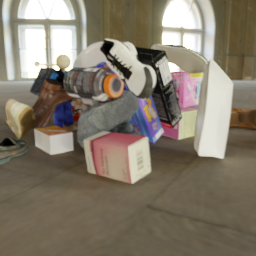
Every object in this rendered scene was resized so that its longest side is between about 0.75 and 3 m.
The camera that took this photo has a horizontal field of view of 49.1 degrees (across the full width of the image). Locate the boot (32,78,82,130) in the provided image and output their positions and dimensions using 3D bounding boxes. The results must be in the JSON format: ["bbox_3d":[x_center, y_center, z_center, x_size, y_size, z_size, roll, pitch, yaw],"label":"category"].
[{"bbox_3d":[-2.564,-0.703,10.026,1.886,2.023,0.650,13,32,-40],"label":"boot"}]

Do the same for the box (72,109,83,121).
[{"bbox_3d":[-2.503,-0.549,12.972,0.754,0.560,0.469,-15,13,-26],"label":"box"}]

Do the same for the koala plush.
[{"bbox_3d":[-0.887,-0.200,9.163,2.089,2.016,2.273,-18,23,-20],"label":"koala plush"}]

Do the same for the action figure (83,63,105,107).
[{"bbox_3d":[-1.037,-1.164,10.608,1.620,2.419,1.801,-7,25,10],"label":"action figure"}]

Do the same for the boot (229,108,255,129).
[{"bbox_3d":[5.294,-0.438,12.668,2.509,0.962,1.948,-5,8,5],"label":"boot"}]

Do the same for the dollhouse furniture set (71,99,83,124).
[{"bbox_3d":[-2.356,-0.755,11.597,1.083,1.071,0.558,-18,38,27],"label":"dollhouse furniture set"}]

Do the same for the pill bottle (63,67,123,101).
[{"bbox_3d":[-1.037,-1.339,8.576,1.859,0.987,0.987,12,18,38],"label":"pill bottle"}]

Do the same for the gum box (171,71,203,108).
[{"bbox_3d":[2.510,-1.659,11.683,0.801,1.375,2.424,11,16,38],"label":"gum box"}]

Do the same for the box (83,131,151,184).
[{"bbox_3d":[-0.281,0.687,6.950,1.475,0.943,0.804,5,19,38],"label":"box"}]

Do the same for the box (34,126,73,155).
[{"bbox_3d":[-2.494,0.381,9.331,0.807,0.633,1.298,-10,17,-38],"label":"box"}]

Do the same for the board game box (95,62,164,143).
[{"bbox_3d":[0.007,-0.878,9.859,1.890,2.811,0.629,19,54,41],"label":"board game box"}]

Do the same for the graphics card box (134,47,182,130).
[{"bbox_3d":[0.758,-1.372,9.678,1.760,2.806,0.714,23,58,43],"label":"graphics card box"}]

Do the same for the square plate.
[{"bbox_3d":[2.330,-0.372,7.627,0.334,2.347,2.325,7,-4,33],"label":"square plate"}]

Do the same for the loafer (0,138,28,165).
[{"bbox_3d":[-3.618,0.580,8.434,0.717,0.628,1.997,1,11,6],"label":"loafer"}]

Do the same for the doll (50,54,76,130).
[{"bbox_3d":[-2.433,-1.296,10.558,0.698,2.881,1.966,7,17,22],"label":"doll"}]

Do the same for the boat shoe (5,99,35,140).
[{"bbox_3d":[-3.489,-0.263,8.941,0.703,0.781,2.164,35,-26,-3],"label":"boat shoe"}]

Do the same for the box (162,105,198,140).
[{"bbox_3d":[2.089,-0.379,11.642,2.189,1.058,1.925,-10,16,-38],"label":"box"}]

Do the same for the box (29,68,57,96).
[{"bbox_3d":[-3.227,-1.762,11.205,0.706,1.139,1.119,27,-7,-39],"label":"box"}]

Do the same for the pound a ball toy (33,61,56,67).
[{"bbox_3d":[-3.224,-2.232,12.211,1.854,1.209,0.788,3,18,-2],"label":"pound a ball toy"}]

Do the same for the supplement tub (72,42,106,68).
[{"bbox_3d":[-0.844,-2.046,12.434,2.146,2.146,2.972,9,-23,34],"label":"supplement tub"}]

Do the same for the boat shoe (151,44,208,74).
[{"bbox_3d":[2.016,-2.695,10.646,2.500,0.936,0.773,23,40,38],"label":"boat shoe"}]

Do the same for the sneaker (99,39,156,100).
[{"bbox_3d":[-0.082,-1.598,7.544,0.959,0.884,2.398,8,36,-37],"label":"sneaker"}]
